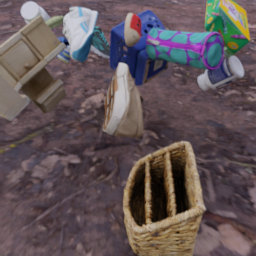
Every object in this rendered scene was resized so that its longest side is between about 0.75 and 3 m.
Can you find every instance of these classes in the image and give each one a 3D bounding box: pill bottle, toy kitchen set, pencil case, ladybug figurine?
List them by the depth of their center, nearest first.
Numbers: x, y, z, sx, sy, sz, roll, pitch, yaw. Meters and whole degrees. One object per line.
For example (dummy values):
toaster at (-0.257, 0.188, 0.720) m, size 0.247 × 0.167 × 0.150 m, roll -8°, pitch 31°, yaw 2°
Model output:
toy kitchen set at (-2.482, -1.357, 7.851) m, size 2.969 × 2.422 × 2.678 m, roll -49°, pitch 32°, yaw -19°
pencil case at (1.663, -2.487, 8.727) m, size 1.180 × 1.087 × 2.554 m, roll 0°, pitch 17°, yaw -41°
ladybug figurine at (0.172, -3.157, 8.987) m, size 0.451 × 0.851 × 1.253 m, roll 1°, pitch 61°, yaw 11°
pill bottle at (3.257, -1.880, 10.002) m, size 1.458 × 0.810 × 0.810 m, roll -24°, pitch 14°, yaw 43°
pill bottle at (-3.425, -4.106, 10.701) m, size 0.812 × 0.812 × 1.433 m, roll 7°, pitch -6°, yaw 9°

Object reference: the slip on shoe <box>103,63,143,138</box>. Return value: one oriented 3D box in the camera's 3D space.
slip on shoe at (-0.056, -0.679, 6.487) m, size 0.763 × 0.958 × 2.520 m, roll 18°, pitch 31°, yaw -13°

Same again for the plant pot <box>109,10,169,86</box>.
plant pot at (0.576, -2.979, 10.901) m, size 2.003 × 2.003 × 1.801 m, roll -35°, pitch 67°, yaw -23°

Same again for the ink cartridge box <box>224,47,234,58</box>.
ink cartridge box at (3.677, -2.902, 10.571) m, size 0.498 × 0.285 × 0.960 m, roll 30°, pitch 20°, yaw -38°

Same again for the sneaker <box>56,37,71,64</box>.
sneaker at (-2.747, -3.452, 11.773) m, size 0.688 × 0.766 × 1.861 m, roll 17°, pitch 29°, yaw -47°

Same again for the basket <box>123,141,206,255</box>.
basket at (0.754, 1.653, 7.026) m, size 1.770 × 1.848 × 2.481 m, roll 2°, pitch 36°, yaw 3°

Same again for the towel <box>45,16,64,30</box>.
towel at (-2.982, -3.520, 9.899) m, size 1.577 × 0.288 × 1.170 m, roll -37°, pitch 31°, yaw -18°

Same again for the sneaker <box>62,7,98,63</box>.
sneaker at (-1.587, -2.920, 8.730) m, size 0.976 × 0.925 × 2.417 m, roll 12°, pitch 46°, yaw -10°

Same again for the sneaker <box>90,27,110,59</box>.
sneaker at (-1.422, -4.110, 12.998) m, size 2.406 × 1.098 × 0.934 m, roll 24°, pitch 34°, yaw -20°

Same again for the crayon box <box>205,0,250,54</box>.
crayon box at (3.215, -3.519, 9.137) m, size 1.301 × 0.638 × 2.190 m, roll 33°, pitch 45°, yaw -16°
